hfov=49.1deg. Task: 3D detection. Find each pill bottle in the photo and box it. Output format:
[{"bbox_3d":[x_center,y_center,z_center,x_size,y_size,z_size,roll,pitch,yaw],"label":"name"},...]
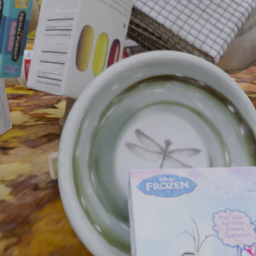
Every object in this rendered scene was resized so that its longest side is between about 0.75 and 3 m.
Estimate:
[{"bbox_3d":[0.727,-2.384,7.774,1.895,1.049,1.049,5,20,34],"label":"pill bottle"},{"bbox_3d":[-3.895,-2.616,12.571,2.997,1.682,1.682,-3,21,-8],"label":"pill bottle"}]

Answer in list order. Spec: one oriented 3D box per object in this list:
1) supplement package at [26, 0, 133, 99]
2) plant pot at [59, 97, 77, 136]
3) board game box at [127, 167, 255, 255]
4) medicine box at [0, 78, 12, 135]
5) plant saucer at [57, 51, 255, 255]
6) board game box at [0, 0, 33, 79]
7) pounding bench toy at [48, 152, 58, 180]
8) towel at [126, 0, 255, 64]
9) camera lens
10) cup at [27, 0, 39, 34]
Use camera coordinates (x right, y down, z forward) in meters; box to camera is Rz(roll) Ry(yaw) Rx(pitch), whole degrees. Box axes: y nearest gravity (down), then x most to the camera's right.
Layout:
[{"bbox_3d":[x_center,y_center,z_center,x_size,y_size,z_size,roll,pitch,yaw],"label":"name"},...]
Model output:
[{"bbox_3d":[-0.798,-1.475,4.724,1.071,1.955,1.112,16,6,40],"label":"supplement package"},{"bbox_3d":[-0.963,-0.650,7.472,1.852,1.615,1.852,-1,21,0],"label":"plant pot"},{"bbox_3d":[1.290,1.417,2.463,2.475,0.537,2.463,-1,41,-3],"label":"board game box"},{"bbox_3d":[-4.752,-0.236,6.518,2.636,1.490,2.894,3,21,9],"label":"medicine box"},{"bbox_3d":[0.482,0.443,3.573,2.723,2.723,0.683,-7,-3,-17],"label":"plant saucer"},{"bbox_3d":[-3.124,-2.330,6.112,2.301,1.737,0.540,31,25,25],"label":"board game box"},{"bbox_3d":[-0.461,0.708,4.400,1.770,1.100,1.381,-13,19,-2],"label":"pounding bench toy"},{"bbox_3d":[1.076,-2.482,5.795,2.644,1.131,2.189,34,70,5],"label":"towel"},{"bbox_3d":[2.902,-3.021,8.235,2.051,2.565,2.051,-14,53,19],"label":"camera lens"},{"bbox_3d":[-3.163,-3.214,7.680,1.691,1.691,1.209,7,-3,18],"label":"cup"}]
